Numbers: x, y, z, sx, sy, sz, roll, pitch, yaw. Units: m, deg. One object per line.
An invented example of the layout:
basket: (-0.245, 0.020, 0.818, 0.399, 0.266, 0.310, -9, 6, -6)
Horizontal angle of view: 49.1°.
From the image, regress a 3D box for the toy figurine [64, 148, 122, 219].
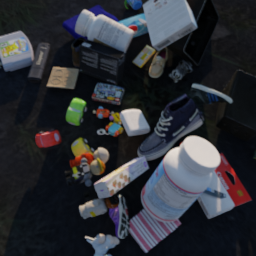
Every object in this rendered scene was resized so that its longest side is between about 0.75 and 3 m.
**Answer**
toy figurine: (-1.040, 1.759, 9.124, 1.375, 1.945, 1.976, -20, 97, -1)

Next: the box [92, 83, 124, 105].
box: (-0.884, -1.512, 12.420, 1.266, 0.253, 0.867, 11, 58, 7)

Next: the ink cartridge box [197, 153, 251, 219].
ink cartridge box: (3.196, 1.946, 10.112, 1.812, 0.460, 2.057, -19, 60, -10)

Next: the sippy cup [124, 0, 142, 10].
sippy cup: (0.370, -7.087, 15.695, 0.819, 1.043, 0.765, -10, 66, -40)

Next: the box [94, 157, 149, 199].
box: (-0.145, 1.600, 9.391, 2.559, 0.530, 0.495, -22, 93, -56)

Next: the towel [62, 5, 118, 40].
towel: (-1.972, -5.408, 14.712, 2.466, 0.611, 1.821, -35, 63, -22)

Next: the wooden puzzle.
wooden puzzle: (-2.968, -2.245, 12.879, 1.239, 0.310, 1.338, 5, 53, 3)

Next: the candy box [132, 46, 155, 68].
candy box: (0.755, -3.417, 13.443, 1.092, 0.144, 0.558, -49, 58, -2)

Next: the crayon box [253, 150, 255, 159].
crayon box: (5.439, 1.165, 10.257, 1.422, 0.894, 0.367, 16, 88, 13)

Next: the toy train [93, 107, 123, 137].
toy train: (-0.810, -0.175, 11.396, 1.241, 0.459, 1.652, -1, 44, -7)

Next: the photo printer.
photo printer: (0.227, -0.247, 11.037, 0.935, 0.390, 1.124, -9, 56, -26)

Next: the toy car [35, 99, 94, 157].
toy car: (-2.171, 0.029, 10.364, 2.432, 0.542, 2.288, 19, 101, 3)

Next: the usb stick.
usb stick: (-4.223, -3.131, 13.360, 0.683, 0.402, 2.463, 2, 57, 2)

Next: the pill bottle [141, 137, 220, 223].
pill bottle: (1.585, 1.619, 8.718, 1.530, 2.813, 1.530, 16, 40, -14)

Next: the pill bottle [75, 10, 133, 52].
pill bottle: (-1.119, -4.383, 13.023, 2.474, 1.414, 1.414, 26, 60, -3)

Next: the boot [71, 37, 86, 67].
boot: (-1.868, -3.972, 13.456, 0.837, 1.086, 2.241, 28, 63, 20)

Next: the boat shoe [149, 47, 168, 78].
boat shoe: (1.434, -3.139, 13.211, 0.668, 0.627, 1.812, 15, 57, 13)

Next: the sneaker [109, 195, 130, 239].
sneaker: (-0.339, 3.002, 9.379, 0.630, 0.609, 1.510, -26, 39, 16)

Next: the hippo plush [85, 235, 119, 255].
hippo plush: (-0.835, 3.837, 8.666, 1.094, 0.871, 0.880, 2, 57, 0)

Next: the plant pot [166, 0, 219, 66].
plant pot: (2.444, -4.569, 12.719, 2.163, 2.438, 2.432, 28, 99, 28)

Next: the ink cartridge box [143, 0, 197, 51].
ink cartridge box: (1.660, -4.660, 11.678, 1.855, 0.548, 2.318, -25, 63, 32)

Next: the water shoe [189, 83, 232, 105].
water shoe: (2.904, -1.079, 9.940, 1.504, 0.538, 0.593, 24, 104, 5)

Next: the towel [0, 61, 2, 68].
towel: (-6.653, -3.048, 13.479, 1.022, 0.176, 0.984, -34, 61, -17)

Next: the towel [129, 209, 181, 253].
towel: (0.832, 3.254, 9.440, 1.575, 0.236, 1.152, -33, 63, -16)

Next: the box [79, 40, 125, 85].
box: (-1.189, -2.947, 12.604, 1.947, 1.374, 0.768, 22, 43, 13)

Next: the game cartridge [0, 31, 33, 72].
game cartridge: (-5.563, -3.839, 13.809, 1.562, 0.474, 2.342, -20, 60, -17)

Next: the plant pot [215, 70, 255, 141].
plant pot: (4.552, -0.674, 10.923, 2.028, 2.023, 1.799, 27, 76, 10)

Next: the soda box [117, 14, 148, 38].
soda box: (0.058, -5.105, 14.434, 2.194, 0.704, 0.744, -24, 61, -14)

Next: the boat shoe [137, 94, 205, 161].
boat shoe: (1.380, -0.063, 10.421, 2.917, 1.353, 1.089, -37, 41, -2)

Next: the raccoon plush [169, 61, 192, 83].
raccoon plush: (2.499, -2.567, 13.030, 0.669, 0.927, 1.384, 54, 29, 13)

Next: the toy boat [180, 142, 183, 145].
toy boat: (1.893, 1.219, 10.160, 1.169, 0.646, 1.390, 12, 70, 39)
